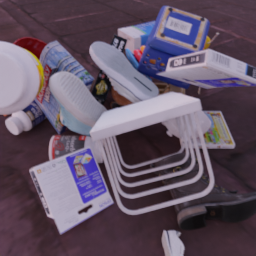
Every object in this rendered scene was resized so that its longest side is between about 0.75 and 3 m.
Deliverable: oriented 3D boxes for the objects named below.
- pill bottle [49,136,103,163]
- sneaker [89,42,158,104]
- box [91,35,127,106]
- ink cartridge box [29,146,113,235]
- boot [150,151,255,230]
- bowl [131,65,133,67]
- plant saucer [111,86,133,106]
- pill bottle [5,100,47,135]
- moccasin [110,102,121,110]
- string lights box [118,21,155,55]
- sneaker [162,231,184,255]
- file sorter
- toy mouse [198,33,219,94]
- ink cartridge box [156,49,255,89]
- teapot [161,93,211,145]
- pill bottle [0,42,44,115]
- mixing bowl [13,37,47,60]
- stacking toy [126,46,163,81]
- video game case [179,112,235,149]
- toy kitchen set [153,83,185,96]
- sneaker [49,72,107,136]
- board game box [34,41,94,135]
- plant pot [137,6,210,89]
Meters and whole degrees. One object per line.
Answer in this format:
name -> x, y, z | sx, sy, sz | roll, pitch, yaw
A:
pill bottle -> -1.422, 0.631, 7.864 | 1.420, 0.822, 0.822 | 1, 39, 0
sneaker -> -0.247, -1.454, 8.152 | 2.421, 0.857, 0.884 | 44, 53, 5
box -> -0.694, -1.822, 9.448 | 0.491, 1.698, 2.136 | 21, 84, -6
ink cartridge box -> -1.290, 1.409, 6.621 | 1.559, 0.341, 1.574 | -20, 85, -39
boot -> 1.915, 1.323, 7.012 | 2.397, 0.830, 2.086 | -8, 40, -6
bowl -> -0.360, -2.258, 11.125 | 1.552, 0.728, 1.552 | -10, 19, 3
plant saucer -> 0.001, -1.361, 9.801 | 1.260, 1.260, 0.236 | 28, 6, 30
pill bottle -> -3.263, -0.375, 9.145 | 0.764, 0.764, 1.375 | 20, 43, 23
moccasin -> -0.388, -0.680, 9.517 | 0.334, 0.864, 0.316 | 37, 96, 29
string lights box -> 1.133, -4.808, 14.569 | 2.987, 0.881, 1.535 | -21, 44, -24
sneaker -> 0.988, 2.599, 5.810 | 0.415, 0.393, 1.030 | 5, 40, -9
file sorter -> 0.507, 0.365, 6.419 | 2.005, 1.799, 2.889 | -16, 10, 2
toy mouse -> 2.639, -2.355, 10.370 | 0.482, 2.212, 2.489 | -27, 25, -25
ink cartridge box -> 2.119, -1.470, 7.440 | 2.018, 0.442, 2.037 | 9, -1, -29
teapot -> 1.589, -0.212, 8.345 | 1.140, 1.561, 1.541 | -46, 68, 8
pill bottle -> -2.781, -1.159, 6.469 | 1.512, 1.512, 2.768 | -9, 14, -11
mixing bowl -> -3.481, -1.945, 10.122 | 1.233, 2.276, 2.276 | -21, 25, 36
stacking toy -> 1.196, -2.853, 10.394 | 2.292, 1.330, 1.258 | -35, 63, 12
video game case -> 2.422, 0.026, 9.128 | 1.606, 0.202, 1.765 | 0, 38, 1
toy kitchen set -> 1.084, -1.757, 10.058 | 1.910, 1.723, 1.558 | 5, 38, 18
sneaker -> -1.423, -0.382, 7.384 | 1.161, 2.835, 1.048 | -17, 60, 13
board game box -> -2.308, -1.335, 8.493 | 2.246, 2.247, 0.693 | 44, 46, 11
plant pot -> 1.412, -2.513, 8.518 | 1.784, 1.604, 1.783 | 20, 68, 2
